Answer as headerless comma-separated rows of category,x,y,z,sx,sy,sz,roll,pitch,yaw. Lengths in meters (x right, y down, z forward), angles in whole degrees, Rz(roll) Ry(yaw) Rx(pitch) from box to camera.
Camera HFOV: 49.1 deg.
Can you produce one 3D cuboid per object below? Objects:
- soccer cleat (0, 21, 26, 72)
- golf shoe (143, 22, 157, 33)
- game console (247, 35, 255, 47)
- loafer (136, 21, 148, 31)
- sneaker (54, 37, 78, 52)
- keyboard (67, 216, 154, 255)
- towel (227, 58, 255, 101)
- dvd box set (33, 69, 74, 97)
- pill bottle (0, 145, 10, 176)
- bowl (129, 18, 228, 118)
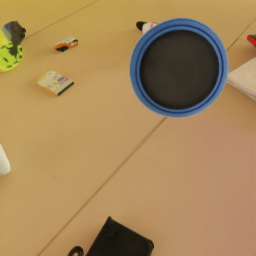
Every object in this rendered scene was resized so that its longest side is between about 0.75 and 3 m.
soccer cleat,-4.653,-2.999,10.652,1.139,0.881,2.724,-20,49,23
golf shoe,0.998,-3.447,10.911,0.980,0.773,2.129,-18,51,-16
game console,5.870,-2.980,10.541,2.232,0.346,1.974,0,37,-12
loafer,0.828,-4.349,12.032,0.999,0.365,0.356,19,44,7
sneaker,-2.510,-3.333,11.126,1.033,0.391,0.475,-26,46,-31
keyboard,-0.721,3.054,5.465,1.594,0.340,2.654,25,52,13
towel,5.027,-1.509,9.445,2.431,0.410,2.546,-30,55,-23
dvd box set,-2.572,-1.557,9.641,1.141,0.168,0.835,27,54,21
pill bottle,-4.038,0.984,6.730,2.028,1.138,1.138,-25,53,-20
bowl,1.029,-1.214,5.866,2.017,2.017,0.396,15,9,13
